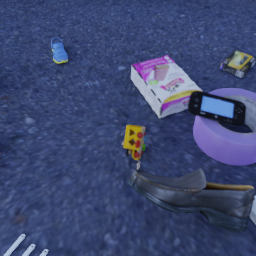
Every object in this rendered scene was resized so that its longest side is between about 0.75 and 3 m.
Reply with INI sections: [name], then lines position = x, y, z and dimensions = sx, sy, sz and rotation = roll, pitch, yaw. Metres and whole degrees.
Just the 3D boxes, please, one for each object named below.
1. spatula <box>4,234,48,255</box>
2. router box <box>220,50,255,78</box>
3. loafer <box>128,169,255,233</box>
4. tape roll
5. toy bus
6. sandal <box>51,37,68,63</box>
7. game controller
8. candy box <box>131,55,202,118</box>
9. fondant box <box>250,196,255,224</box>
[spatula]
position = -2.488, 3.024, 5.995
dimensions = 0.977, 0.113, 1.404
rotation = 23, 53, 21
[router box]
position = 4.221, -2.469, 10.745
dimensions = 0.920, 0.305, 1.170
rotation = 30, 55, 24
[loafer]
position = 1.439, 1.373, 6.329
dimensions = 2.849, 1.030, 1.037
rotation = 18, 8, -6
[tape roll]
position = 3.109, -0.094, 8.188
dimensions = 2.257, 0.959, 2.257
rotation = 0, 48, 0
[toy bus]
position = 0.130, 0.430, 7.684
dimensions = 0.565, 1.032, 1.094
rotation = 10, 50, 13
[sandal]
position = -2.774, -3.099, 11.119
dimensions = 0.563, 0.616, 1.415
rotation = -17, 52, -17
[game controller]
position = 2.455, -0.544, 7.769
dimensions = 1.582, 0.333, 0.825
rotation = 15, 51, 6
[candy box]
position = 1.242, -1.492, 9.619
dimensions = 1.545, 0.691, 2.265
rotation = -19, 51, -16
[fondant box]
position = 3.366, 2.094, 6.696
dimensions = 0.731, 0.295, 1.013
rotation = -20, 52, -17
